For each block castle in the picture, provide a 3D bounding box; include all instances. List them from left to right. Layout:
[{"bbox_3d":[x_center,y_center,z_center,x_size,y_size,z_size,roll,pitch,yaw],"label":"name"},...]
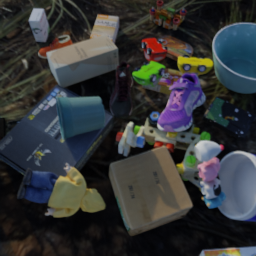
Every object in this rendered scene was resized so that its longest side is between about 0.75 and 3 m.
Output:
[{"bbox_3d":[1.582,-4.591,11.292,1.311,0.615,0.876,29,65,15],"label":"block castle"}]

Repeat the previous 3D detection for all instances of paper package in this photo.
[{"bbox_3d":[0.534,1.656,7.503,1.766,0.958,1.852,-17,62,-10],"label":"paper package"}]

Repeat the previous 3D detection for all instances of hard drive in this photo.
[{"bbox_3d":[3.244,-0.318,9.035,1.417,0.268,0.990,30,64,16],"label":"hard drive"}]

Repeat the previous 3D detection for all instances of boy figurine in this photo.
[{"bbox_3d":[-1.609,1.622,7.207,2.202,0.709,1.369,18,81,-19],"label":"boy figurine"}]

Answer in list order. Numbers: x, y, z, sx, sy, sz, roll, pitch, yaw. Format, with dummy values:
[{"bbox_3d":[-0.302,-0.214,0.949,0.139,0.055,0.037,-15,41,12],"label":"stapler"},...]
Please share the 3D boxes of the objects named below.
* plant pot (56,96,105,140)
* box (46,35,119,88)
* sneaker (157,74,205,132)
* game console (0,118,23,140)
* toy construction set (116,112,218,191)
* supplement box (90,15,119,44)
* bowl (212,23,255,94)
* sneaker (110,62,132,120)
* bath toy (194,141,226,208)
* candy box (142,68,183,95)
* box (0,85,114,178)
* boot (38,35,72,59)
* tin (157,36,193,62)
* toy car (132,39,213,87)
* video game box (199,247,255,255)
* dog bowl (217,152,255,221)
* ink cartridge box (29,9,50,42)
[{"bbox_3d":[-1.307,-0.347,7.761,1.184,1.209,1.209,-9,60,-16],"label":"plant pot"},{"bbox_3d":[-1.542,-2.330,9.733,2.239,0.870,1.063,-24,55,-17],"label":"box"},{"bbox_3d":[1.493,-0.805,8.020,0.964,1.060,2.398,10,40,29],"label":"sneaker"},{"bbox_3d":[-3.760,-0.034,8.925,1.282,0.155,0.756,-13,61,-4],"label":"game console"},{"bbox_3d":[1.122,0.532,8.021,2.945,1.357,1.931,20,60,-1],"label":"toy construction set"},{"bbox_3d":[-0.895,-3.713,10.846,0.861,0.502,1.366,8,60,4],"label":"supplement box"},{"bbox_3d":[3.981,-2.175,9.484,2.556,1.337,2.556,0,61,0],"label":"bowl"},{"bbox_3d":[-0.237,-1.328,9.046,0.747,1.141,1.975,0,56,2],"label":"sneaker"},{"bbox_3d":[2.057,1.077,6.883,0.658,1.781,0.775,-16,25,-4],"label":"bath toy"},{"bbox_3d":[1.286,-1.634,9.704,1.450,0.409,0.846,17,59,8],"label":"candy box"},{"bbox_3d":[-2.123,0.278,8.414,2.272,0.735,2.881,30,64,15],"label":"box"},{"bbox_3d":[-2.717,-3.011,10.339,1.336,0.717,0.501,-19,64,-9],"label":"boot"},{"bbox_3d":[1.714,-2.965,10.533,1.446,0.303,0.810,29,61,13],"label":"tin"},{"bbox_3d":[1.060,-1.967,9.226,2.774,0.619,2.611,29,47,26],"label":"toy car"},{"bbox_3d":[2.964,3.806,6.351,2.228,0.521,2.029,-3,48,-2],"label":"video game box"},{"bbox_3d":[2.956,1.488,7.129,0.665,1.689,1.689,13,58,-20],"label":"dog bowl"},{"bbox_3d":[-3.370,-3.907,10.677,0.419,0.994,0.726,5,60,3],"label":"ink cartridge box"}]
